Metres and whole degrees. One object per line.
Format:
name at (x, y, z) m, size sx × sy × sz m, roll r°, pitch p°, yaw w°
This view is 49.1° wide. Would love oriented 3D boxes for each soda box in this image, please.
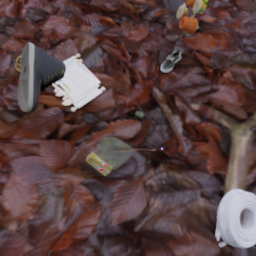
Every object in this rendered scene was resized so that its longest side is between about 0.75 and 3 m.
soda box at (-0.914, 1.130, 8.733) m, size 0.802 × 0.257 × 0.272 m, roll 39°, pitch 25°, yaw -13°

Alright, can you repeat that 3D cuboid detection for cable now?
cable at (3.082, 2.474, 7.675) m, size 1.526 × 0.529 × 1.527 m, roll 5°, pitch 82°, yaw -29°

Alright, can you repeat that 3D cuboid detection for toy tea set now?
toy tea set at (2.675, -4.530, 10.674) m, size 0.767 × 2.073 × 1.233 m, roll 9°, pitch 68°, yaw -21°

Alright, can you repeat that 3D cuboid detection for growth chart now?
growth chart at (-2.437, -2.082, 12.594) m, size 2.087 × 0.256 × 2.883 m, roll -30°, pitch 63°, yaw -17°

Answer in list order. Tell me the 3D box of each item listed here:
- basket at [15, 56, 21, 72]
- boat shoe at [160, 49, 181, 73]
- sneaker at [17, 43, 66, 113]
basket at (-4.746, -2.918, 12.877) m, size 0.914 × 0.652 × 0.681 m, roll 35°, pitch 63°, yaw 20°
boat shoe at (2.010, -3.174, 13.143) m, size 0.517 × 0.466 × 1.462 m, roll 31°, pitch 63°, yaw 18°
sneaker at (-2.322, -1.331, 7.822) m, size 1.209 × 0.851 × 2.276 m, roll 17°, pitch 51°, yaw -36°
